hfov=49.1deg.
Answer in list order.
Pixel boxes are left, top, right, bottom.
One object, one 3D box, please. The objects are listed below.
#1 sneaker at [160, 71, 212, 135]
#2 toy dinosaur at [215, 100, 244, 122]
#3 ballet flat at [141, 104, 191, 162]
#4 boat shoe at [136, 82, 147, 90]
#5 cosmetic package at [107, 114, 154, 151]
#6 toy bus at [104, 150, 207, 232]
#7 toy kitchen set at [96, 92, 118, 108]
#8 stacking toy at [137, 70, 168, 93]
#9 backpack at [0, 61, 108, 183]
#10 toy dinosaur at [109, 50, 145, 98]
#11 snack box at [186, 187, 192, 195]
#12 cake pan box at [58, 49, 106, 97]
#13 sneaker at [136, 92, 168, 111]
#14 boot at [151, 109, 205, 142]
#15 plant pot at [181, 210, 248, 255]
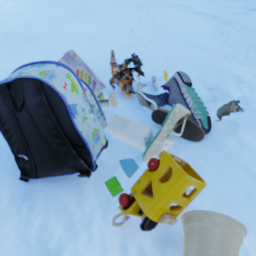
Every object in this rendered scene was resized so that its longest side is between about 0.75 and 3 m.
[{"bbox_3d":[2.116,-0.768,10.360,0.969,1.140,2.605,2,61,-46],"label":"sneaker"},{"bbox_3d":[3.456,-0.639,9.773,0.800,1.564,0.602,-2,80,-27],"label":"toy dinosaur"},{"bbox_3d":[1.268,0.204,8.887,0.709,0.767,2.274,30,75,12],"label":"ballet flat"},{"bbox_3d":[0.534,-1.737,11.927,0.828,0.276,0.304,-5,65,-61],"label":"boat shoe"},{"bbox_3d":[0.079,0.151,9.252,1.430,0.807,0.580,20,65,22],"label":"cosmetic package"},{"bbox_3d":[0.691,1.627,6.265,2.082,2.207,1.140,-18,39,-17],"label":"toy bus"},{"bbox_3d":[-0.825,-1.207,10.927,0.921,0.543,0.738,-2,39,19],"label":"toy kitchen set"},{"bbox_3d":[1.188,-1.950,12.241,1.400,0.436,1.857,-4,39,-5],"label":"stacking toy"},{"bbox_3d":[-2.159,-0.313,7.738,2.733,2.987,2.195,-8,31,21],"label":"backpack"},{"bbox_3d":[-0.186,-2.415,11.883,1.583,2.333,1.192,-26,0,-1],"label":"toy dinosaur"},{"bbox_3d":[1.117,1.806,7.490,1.179,0.143,0.424,-20,40,-16],"label":"snack box"},{"bbox_3d":[-1.985,-1.523,10.097,1.893,1.743,0.495,48,26,-11],"label":"cake pan box"},{"bbox_3d":[1.024,-1.191,11.157,0.994,0.523,1.375,-26,42,-22],"label":"sneaker"},{"bbox_3d":[1.851,-0.181,9.903,2.031,0.748,0.766,30,27,26],"label":"boot"},{"bbox_3d":[1.700,2.680,5.897,1.444,1.444,1.322,12,52,14],"label":"plant pot"}]
